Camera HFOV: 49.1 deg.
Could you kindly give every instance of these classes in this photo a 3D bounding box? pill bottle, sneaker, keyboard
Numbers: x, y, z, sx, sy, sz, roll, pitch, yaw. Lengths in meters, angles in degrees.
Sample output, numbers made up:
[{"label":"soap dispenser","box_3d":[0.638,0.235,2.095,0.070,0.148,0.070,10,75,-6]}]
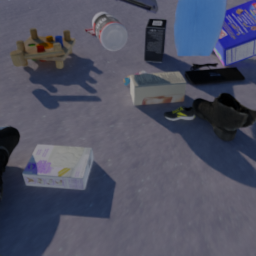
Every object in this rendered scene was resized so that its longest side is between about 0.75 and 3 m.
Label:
[{"label":"pill bottle","box_3d":[-0.674,-3.287,9.400,0.902,0.902,1.583,-12,39,-15]},{"label":"sneaker","box_3d":[1.561,-0.484,8.528,0.956,0.405,0.356,-2,37,-3]},{"label":"sneaker","box_3d":[-3.092,1.169,6.119,1.249,1.080,2.852,24,47,8]},{"label":"sneaker","box_3d":[2.627,-0.550,7.942,0.703,1.221,2.342,-10,40,-15]},{"label":"keyboard","box_3d":[3.223,-2.107,10.781,2.161,0.223,1.373,-5,45,-8]}]

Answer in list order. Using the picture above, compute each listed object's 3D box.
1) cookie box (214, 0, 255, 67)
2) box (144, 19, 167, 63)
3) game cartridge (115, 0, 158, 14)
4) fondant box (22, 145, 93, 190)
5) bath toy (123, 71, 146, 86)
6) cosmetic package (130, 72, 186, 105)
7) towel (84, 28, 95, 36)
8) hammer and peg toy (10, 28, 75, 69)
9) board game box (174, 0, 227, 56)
[{"label":"cookie box","box_3d":[4.829,-4.028,11.564,2.763,1.038,2.364,-19,51,8]},{"label":"box","box_3d":[1.146,-3.661,11.744,0.784,1.465,1.087,6,38,8]},{"label":"game cartridge","box_3d":[0.167,-4.814,10.339,1.853,0.356,1.201,13,38,-15]},{"label":"fondant box","box_3d":[-1.635,0.915,6.723,1.419,0.413,1.024,3,38,5]},{"label":"bath toy","box_3d":[0.271,-1.837,10.329,0.925,0.342,0.402,-26,45,-27]},{"label":"cosmetic package","box_3d":[0.962,-1.321,9.326,1.713,0.747,0.885,-4,39,-6]},{"label":"towel","box_3d":[-1.766,-5.087,14.691,0.740,0.117,1.027,-22,43,-27]},{"label":"hammer and peg toy","box_3d":[-3.399,-3.061,11.353,2.161,1.036,2.938,4,38,2]},{"label":"board game box","box_3d":[1.296,-1.900,4.778,0.329,1.334,1.688,-1,14,-17]}]
